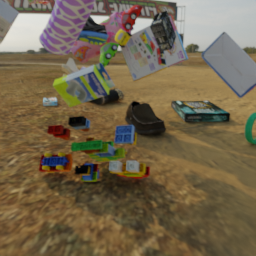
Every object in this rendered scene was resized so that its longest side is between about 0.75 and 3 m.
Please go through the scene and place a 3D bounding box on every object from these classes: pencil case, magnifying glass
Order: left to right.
[{"bbox_3d":[-1.496,-2.901,6.956,0.966,2.260,0.948,48,37,12],"label":"pencil case"},{"bbox_3d":[-1.218,-3.957,12.337,2.830,1.237,1.237,-23,5,27],"label":"pencil case"},{"bbox_3d":[4.420,0.007,9.044,2.424,0.965,0.271,0,8,-40],"label":"magnifying glass"}]

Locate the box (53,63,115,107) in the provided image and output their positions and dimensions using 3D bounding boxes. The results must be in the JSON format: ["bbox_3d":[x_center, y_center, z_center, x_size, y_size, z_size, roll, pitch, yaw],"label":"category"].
[{"bbox_3d":[-0.939,-0.895,6.014,1.131,0.690,0.270,-16,44,19],"label":"box"}]

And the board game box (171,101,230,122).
[{"bbox_3d":[3.076,-0.782,12.424,1.852,0.386,2.738,-1,16,-2],"label":"board game box"}]

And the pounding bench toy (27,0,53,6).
[{"bbox_3d":[-2.172,-3.537,7.198,0.758,0.471,0.592,-10,11,38],"label":"pounding bench toy"}]

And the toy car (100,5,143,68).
[{"bbox_3d":[-0.418,-3.010,9.644,0.498,2.102,2.233,34,-16,-3],"label":"toy car"}]

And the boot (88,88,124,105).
[{"bbox_3d":[-1.366,-1.834,15.376,1.582,0.769,2.100,-12,24,-33],"label":"boot"}]

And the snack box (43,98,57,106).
[{"bbox_3d":[-4.141,-1.391,14.843,0.690,0.220,1.189,-4,17,-15],"label":"snack box"}]

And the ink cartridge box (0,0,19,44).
[{"bbox_3d":[-3.947,-3.070,8.071,1.380,1.006,0.571,-29,35,43],"label":"ink cartridge box"}]

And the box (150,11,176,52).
[{"bbox_3d":[1.061,-2.877,8.366,0.382,0.887,0.726,-6,46,31],"label":"box"}]

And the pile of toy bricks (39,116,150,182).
[{"bbox_3d":[-0.688,0.586,6.584,2.575,1.429,1.271,-4,-21,22],"label":"pile of toy bricks"}]

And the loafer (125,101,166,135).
[{"bbox_3d":[0.508,-0.430,10.196,0.951,0.930,2.606,-7,17,-23],"label":"loafer"}]

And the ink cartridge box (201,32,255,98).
[{"bbox_3d":[2.768,-1.556,7.288,1.424,0.797,2.088,51,24,9],"label":"ink cartridge box"}]

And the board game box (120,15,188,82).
[{"bbox_3d":[1.086,-3.458,12.451,2.595,1.986,0.523,-19,6,20],"label":"board game box"}]

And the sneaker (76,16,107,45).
[{"bbox_3d":[-1.640,-3.409,9.440,1.976,0.819,0.700,10,-26,-23],"label":"sneaker"}]

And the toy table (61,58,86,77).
[{"bbox_3d":[-1.742,-1.598,8.789,0.679,1.066,1.159,23,-28,-5],"label":"toy table"}]
